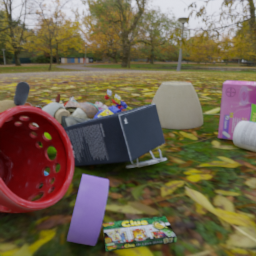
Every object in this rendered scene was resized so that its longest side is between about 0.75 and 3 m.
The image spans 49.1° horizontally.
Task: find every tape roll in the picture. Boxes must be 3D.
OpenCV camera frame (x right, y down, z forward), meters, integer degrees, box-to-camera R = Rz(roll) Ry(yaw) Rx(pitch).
[{"bbox_3d":[-0.759,1.540,5.312,0.524,1.233,1.233,13,14,-7],"label":"tape roll"}]

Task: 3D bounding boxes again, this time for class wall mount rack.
[{"bbox_3d":[0.491,0.918,8.986,1.347,0.502,1.171,-9,1,-15],"label":"wall mount rack"}]

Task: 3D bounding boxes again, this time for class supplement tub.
[{"bbox_3d":[4.709,0.377,9.972,1.041,1.041,1.577,-13,21,-38],"label":"supplement tub"}]

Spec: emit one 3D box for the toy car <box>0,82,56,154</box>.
[{"bbox_3d":[-3.647,-0.217,8.901,2.178,2.651,2.092,3,22,9],"label":"toy car"}]

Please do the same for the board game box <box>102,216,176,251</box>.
[{"bbox_3d":[0.193,2.080,5.576,1.367,0.160,0.716,-3,14,-11],"label":"board game box"}]

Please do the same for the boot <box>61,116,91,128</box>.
[{"bbox_3d":[-2.153,-0.091,12.287,1.516,0.786,2.320,2,16,-15],"label":"boot"}]

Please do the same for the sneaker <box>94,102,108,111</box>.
[{"bbox_3d":[-1.528,-1.038,15.477,1.771,0.781,0.720,-3,16,-11],"label":"sneaker"}]

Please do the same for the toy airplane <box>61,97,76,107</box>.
[{"bbox_3d":[-3.491,-1.354,16.740,1.016,0.717,1.012,-45,22,-21],"label":"toy airplane"}]

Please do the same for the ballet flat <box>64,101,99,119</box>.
[{"bbox_3d":[-2.556,-0.800,14.645,0.955,0.967,2.840,-44,31,-23],"label":"ballet flat"}]

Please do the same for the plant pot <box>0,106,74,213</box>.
[{"bbox_3d":[-2.588,0.772,6.078,1.941,2.132,2.132,-15,7,29],"label":"plant pot"}]

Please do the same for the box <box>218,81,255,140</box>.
[{"bbox_3d":[5.106,-0.639,11.257,2.599,2.286,1.256,8,17,24],"label":"box"}]

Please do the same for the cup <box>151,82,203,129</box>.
[{"bbox_3d":[2.373,-1.243,13.996,2.786,1.992,2.786,0,16,0],"label":"cup"}]

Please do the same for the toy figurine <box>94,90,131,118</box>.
[{"bbox_3d":[-0.578,-0.228,11.979,1.754,1.545,2.928,-42,40,-8],"label":"toy figurine"}]

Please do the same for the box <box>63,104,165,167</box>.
[{"bbox_3d":[-0.440,0.239,8.688,2.460,1.317,1.826,-11,6,41],"label":"box"}]

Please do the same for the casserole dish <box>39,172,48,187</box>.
[{"bbox_3d":[-2.865,1.394,7.767,1.464,0.284,0.887,12,19,34],"label":"casserole dish"}]

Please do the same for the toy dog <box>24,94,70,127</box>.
[{"bbox_3d":[-4.205,-0.845,13.561,1.972,1.440,2.990,11,19,34],"label":"toy dog"}]
